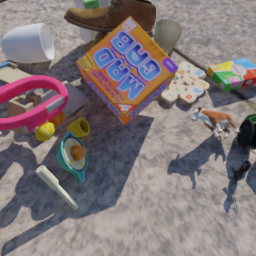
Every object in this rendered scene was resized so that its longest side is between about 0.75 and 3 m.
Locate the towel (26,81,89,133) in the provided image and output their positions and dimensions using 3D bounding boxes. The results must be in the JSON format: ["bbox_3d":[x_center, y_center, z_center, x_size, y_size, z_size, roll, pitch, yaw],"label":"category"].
[{"bbox_3d":[-2.392,-0.664,9.148,2.037,0.351,1.350,-37,61,-23],"label":"towel"}]

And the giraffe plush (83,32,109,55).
[{"bbox_3d":[-0.520,-2.281,9.823,1.512,1.609,1.865,47,31,17],"label":"giraffe plush"}]

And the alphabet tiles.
[{"bbox_3d":[1.770,-1.648,9.929,1.950,0.146,1.994,37,61,27],"label":"alphabet tiles"}]

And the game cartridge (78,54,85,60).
[{"bbox_3d":[-1.062,-2.233,9.199,0.992,0.661,0.203,-20,50,5],"label":"game cartridge"}]

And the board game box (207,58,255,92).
[{"bbox_3d":[3.809,-1.908,9.928,1.550,0.312,1.186,-15,47,-11],"label":"board game box"}]

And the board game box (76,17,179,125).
[{"bbox_3d":[-0.016,-1.505,8.138,1.920,1.919,1.919,-42,85,-5],"label":"board game box"}]

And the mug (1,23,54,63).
[{"bbox_3d":[-3.672,-3.118,10.427,1.565,1.318,1.785,-6,24,6],"label":"mug"}]

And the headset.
[{"bbox_3d":[3.793,0.541,8.146,1.503,1.144,2.434,35,47,19],"label":"headset"}]

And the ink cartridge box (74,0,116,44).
[{"bbox_3d":[-0.712,-4.370,10.753,2.345,1.698,0.985,-26,47,-22],"label":"ink cartridge box"}]

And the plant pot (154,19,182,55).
[{"bbox_3d":[1.406,-3.353,10.737,1.052,1.052,1.123,17,74,11],"label":"plant pot"}]

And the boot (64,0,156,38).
[{"bbox_3d":[-0.512,-3.648,8.866,2.955,1.115,1.088,-1,45,-18],"label":"boot"}]

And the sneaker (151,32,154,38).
[{"bbox_3d":[0.372,-3.782,10.864,1.385,0.551,0.904,-3,59,22],"label":"sneaker"}]

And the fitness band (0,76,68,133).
[{"bbox_3d":[-2.726,-0.672,7.412,1.750,0.456,2.437,26,44,28],"label":"fitness band"}]

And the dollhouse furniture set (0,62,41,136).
[{"bbox_3d":[-3.603,-0.836,9.034,2.229,1.540,2.361,23,32,7],"label":"dollhouse furniture set"}]

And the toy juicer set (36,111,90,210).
[{"bbox_3d":[-1.655,0.583,7.401,0.735,1.719,2.702,-21,51,23],"label":"toy juicer set"}]

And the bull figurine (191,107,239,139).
[{"bbox_3d":[2.539,-0.164,8.132,1.521,0.495,0.923,-1,56,-34],"label":"bull figurine"}]
